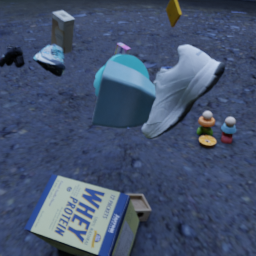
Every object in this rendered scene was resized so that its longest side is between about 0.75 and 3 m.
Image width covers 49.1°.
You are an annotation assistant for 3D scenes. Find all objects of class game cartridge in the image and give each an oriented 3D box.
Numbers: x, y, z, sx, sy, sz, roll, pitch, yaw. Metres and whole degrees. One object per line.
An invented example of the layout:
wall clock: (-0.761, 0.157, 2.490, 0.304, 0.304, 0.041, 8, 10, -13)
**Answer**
game cartridge: (2.054, -5.240, 12.645, 0.177, 0.962, 1.091, -15, -6, -13)

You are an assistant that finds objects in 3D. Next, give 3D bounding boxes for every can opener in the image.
can opener: (-3.646, -2.103, 8.564, 0.520, 0.645, 1.641, -8, 5, -41)

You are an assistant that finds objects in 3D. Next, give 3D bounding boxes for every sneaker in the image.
sneaker: (-2.024, -1.891, 7.437, 0.722, 0.649, 1.672, -53, 39, -3)
sneaker: (1.018, -0.747, 6.426, 1.123, 2.578, 0.960, 45, 37, 10)

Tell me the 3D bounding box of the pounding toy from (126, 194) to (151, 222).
pounding toy: (0.044, 2.231, 7.428, 1.025, 0.469, 0.900, 8, 28, -28)

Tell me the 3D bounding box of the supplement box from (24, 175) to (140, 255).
supplement box: (-0.863, 2.149, 6.192, 1.837, 1.835, 1.233, 11, 58, 17)

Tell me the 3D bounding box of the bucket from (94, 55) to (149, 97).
bucket: (-0.169, -1.257, 7.589, 1.399, 1.399, 0.910, -22, -1, -31)

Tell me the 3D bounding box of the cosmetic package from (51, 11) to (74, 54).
cosmetic package: (-2.839, -4.083, 12.064, 0.837, 1.591, 0.566, 38, 47, 22)

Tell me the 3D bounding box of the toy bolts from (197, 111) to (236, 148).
toy bolts: (3.343, 0.043, 10.546, 1.407, 0.976, 1.344, 8, 34, 12)

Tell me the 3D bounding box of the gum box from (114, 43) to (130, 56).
gum box: (-0.317, -3.193, 12.480, 0.559, 0.985, 0.326, 35, 40, 20)

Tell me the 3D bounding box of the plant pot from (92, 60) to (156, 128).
plant pot: (-0.036, -0.587, 5.484, 1.055, 1.036, 1.033, 14, 28, -4)
